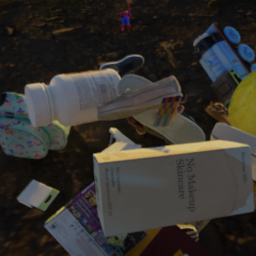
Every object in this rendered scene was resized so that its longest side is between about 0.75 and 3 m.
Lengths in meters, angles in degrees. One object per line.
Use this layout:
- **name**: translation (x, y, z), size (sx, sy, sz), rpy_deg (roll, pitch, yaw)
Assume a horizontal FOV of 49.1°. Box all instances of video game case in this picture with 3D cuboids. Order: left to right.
- **video game case**: translation (-0.596, 1.928, 5.361), size (1.347, 1.486, 0.266), rpy_deg (-40, 9, -6)

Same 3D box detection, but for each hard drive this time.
- **hard drive**: translation (2.678, 0.731, 6.095), size (1.828, 2.772, 0.370), rpy_deg (26, 83, 20)

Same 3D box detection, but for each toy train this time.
- **toy train**: translation (3.109, -1.981, 8.750), size (1.576, 1.196, 2.759), rpy_deg (-24, 78, -31)

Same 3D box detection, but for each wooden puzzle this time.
- **wooden puzzle**: translation (0.722, -0.285, 5.145), size (0.072, 1.031, 0.611), rpy_deg (24, 83, -21)

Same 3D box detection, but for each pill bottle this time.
- **pill bottle**: translation (-1.470, -0.800, 7.814), size (2.497, 1.428, 1.428), rpy_deg (-13, 46, -26)

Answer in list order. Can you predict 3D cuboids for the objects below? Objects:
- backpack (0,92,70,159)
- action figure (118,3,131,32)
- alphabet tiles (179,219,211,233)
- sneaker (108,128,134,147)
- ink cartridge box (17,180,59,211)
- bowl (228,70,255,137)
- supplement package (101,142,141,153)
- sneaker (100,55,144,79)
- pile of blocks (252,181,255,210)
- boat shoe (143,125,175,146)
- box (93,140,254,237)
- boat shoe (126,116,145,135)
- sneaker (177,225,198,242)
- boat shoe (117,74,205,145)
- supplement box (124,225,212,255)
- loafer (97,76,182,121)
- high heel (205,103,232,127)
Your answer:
- **backpack**: translation (-3.146, -0.026, 9.365), size (2.341, 2.078, 1.762), rpy_deg (4, 52, -5)
- **action figure**: translation (-0.103, -3.189, 7.940), size (0.319, 0.483, 0.977), rpy_deg (-9, 42, 12)
- **alphabet tiles**: translation (1.349, 2.628, 8.118), size (1.745, 0.066, 1.459), rpy_deg (-32, 54, -28)
- **sneaker**: translation (0.097, 0.887, 9.403), size (0.961, 0.891, 2.372), rpy_deg (-18, 53, -30)
- **ink cartridge box**: translation (-2.718, 2.085, 8.523), size (1.044, 0.250, 0.760), rpy_deg (19, 48, 18)
- **bowl**: translation (4.082, -0.484, 7.595), size (2.304, 2.304, 1.240), rpy_deg (-11, 28, -11)
- **supplement package**: translation (-0.080, 0.866, 6.650), size (0.806, 0.843, 0.620), rpy_deg (6, 29, 41)
- **sneaker**: translation (-0.141, -1.909, 9.396), size (1.559, 0.593, 1.127), rpy_deg (-17, 33, 0)
- **pile of blocks**: translation (4.161, 2.306, 7.831), size (1.060, 0.803, 2.583), rpy_deg (-31, 48, -13)
- **boat shoe**: translation (1.308, -0.247, 10.401), size (2.806, 1.049, 0.960), rpy_deg (39, 54, 20)
- **box**: translation (0.646, 0.822, 4.247), size (2.243, 1.065, 0.872), rpy_deg (-7, 3, -12)
- **boat shoe**: translation (0.224, -0.166, 7.710), size (0.280, 0.263, 0.779), rpy_deg (-27, 60, -20)
- **sneaker**: translation (1.024, 2.937, 7.513), size (1.722, 0.754, 0.641), rpy_deg (-10, 85, 16)
- **boat shoe**: translation (0.835, -0.379, 7.320), size (2.655, 1.004, 0.801), rpy_deg (44, 12, -2)
- **supplement box**: translation (0.866, 3.602, 5.558), size (2.499, 1.659, 2.465), rpy_deg (35, 71, 31)
- **loafer**: translation (0.216, -0.655, 6.373), size (1.979, 0.712, 0.622), rpy_deg (-13, 78, 6)
- **high heel**: translation (3.686, 0.003, 10.250), size (1.808, 0.906, 2.537), rpy_deg (6, 41, 14)
